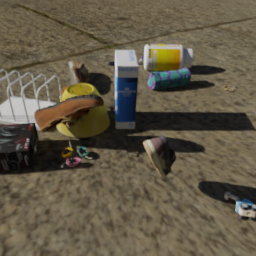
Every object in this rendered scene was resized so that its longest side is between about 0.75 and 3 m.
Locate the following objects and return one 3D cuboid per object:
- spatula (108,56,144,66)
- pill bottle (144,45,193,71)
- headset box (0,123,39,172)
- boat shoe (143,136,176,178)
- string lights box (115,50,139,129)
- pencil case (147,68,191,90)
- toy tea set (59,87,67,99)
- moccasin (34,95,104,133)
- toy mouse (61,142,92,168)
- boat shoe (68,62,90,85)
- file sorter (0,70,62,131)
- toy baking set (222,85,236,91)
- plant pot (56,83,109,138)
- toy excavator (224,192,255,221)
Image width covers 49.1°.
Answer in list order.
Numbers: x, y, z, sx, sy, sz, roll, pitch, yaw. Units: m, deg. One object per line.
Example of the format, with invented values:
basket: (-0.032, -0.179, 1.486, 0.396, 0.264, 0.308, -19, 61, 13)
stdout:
spatula: (0.288, -3.727, 15.912, 2.952, 0.303, 0.834, -9, 42, -13)
pill bottle: (2.119, -3.748, 15.013, 2.504, 1.368, 1.368, 1, 35, 1)
headset box: (-4.177, 0.634, 9.216, 2.137, 0.825, 1.590, -3, 35, -7)
boat shoe: (0.921, 0.750, 7.173, 0.627, 1.934, 0.696, -25, 58, 7)
string lights box: (-0.096, -1.387, 10.420, 0.773, 2.620, 1.346, -1, 37, -4)
pencil case: (1.973, -2.400, 13.528, 2.000, 0.851, 0.924, -8, 60, -13)
toy tea set: (-2.769, -1.582, 12.916, 0.606, 0.377, 1.020, -23, 33, 20)
moccasin: (-1.935, -0.429, 9.159, 2.605, 1.005, 0.953, -17, 1, 18)
toy mouse: (-1.680, 0.977, 9.235, 1.090, 0.237, 1.226, 8, 36, 12)
boat shoe: (-2.380, -2.642, 13.802, 0.951, 1.003, 2.648, -7, 37, -13)
file sorter: (-4.183, -1.228, 11.177, 2.644, 1.647, 1.835, 9, 35, 13)
toy baking set: (4.890, -1.918, 13.534, 0.547, 0.083, 0.713, 26, 43, 28)
plant pot: (-1.767, -0.822, 10.685, 2.087, 1.482, 2.087, 1, 33, 0)
toy excavator: (3.060, 2.078, 7.617, 0.782, 0.401, 0.804, 6, 22, 10)
